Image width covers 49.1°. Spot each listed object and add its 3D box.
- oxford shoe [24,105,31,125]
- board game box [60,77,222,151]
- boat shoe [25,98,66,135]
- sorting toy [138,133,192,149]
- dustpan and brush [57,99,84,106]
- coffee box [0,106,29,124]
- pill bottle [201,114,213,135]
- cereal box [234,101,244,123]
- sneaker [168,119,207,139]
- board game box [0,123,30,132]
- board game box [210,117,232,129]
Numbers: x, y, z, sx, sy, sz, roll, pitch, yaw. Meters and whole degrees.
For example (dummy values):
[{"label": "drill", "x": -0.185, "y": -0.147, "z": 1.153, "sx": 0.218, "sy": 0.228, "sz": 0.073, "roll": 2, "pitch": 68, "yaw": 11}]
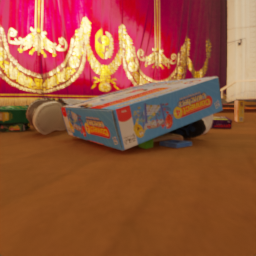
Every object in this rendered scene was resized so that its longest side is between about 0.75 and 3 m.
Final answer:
[{"label": "oxford shoe", "x": -3.538, "y": -0.584, "z": 11.981, "sx": 2.455, "sy": 0.906, "sz": 0.869, "roll": 3, "pitch": 6, "yaw": 17}, {"label": "board game box", "x": 0.218, "y": -0.475, "z": 6.827, "sx": 2.866, "sy": 0.801, "sz": 2.806, "roll": -20, "pitch": 15, "yaw": -29}, {"label": "boat shoe", "x": -2.504, "y": -0.465, "z": 8.728, "sx": 0.873, "sy": 1.054, "sz": 2.934, "roll": 30, "pitch": 4, "yaw": 4}, {"label": "sorting toy", "x": 0.308, "y": 0.117, "z": 7.156, "sx": 1.665, "sy": 0.403, "sz": 2.956, "roll": -3, "pitch": 6, "yaw": -25}, {"label": "dustpan and brush", "x": -1.455, "y": -0.494, "z": 10.847, "sx": 2.866, "sy": 0.820, "sz": 2.000, "roll": 1, "pitch": -7, "yaw": -26}, {"label": "coffee box", "x": -4.357, "y": -0.451, "z": 9.402, "sx": 2.355, "sy": 0.518, "sz": 1.448, "roll": -3, "pitch": 10, "yaw": -34}, {"label": "pill bottle", "x": 1.688, "y": -0.354, "z": 8.936, "sx": 1.021, "sy": 1.021, "sz": 1.816, "roll": -5, "pitch": 7, "yaw": -41}, {"label": "cereal box", "x": 5.525, "y": -0.833, "z": 13.965, "sx": 0.293, "sy": 1.067, "sz": 1.483, "roll": 1, "pitch": 5, "yaw": 14}, {"label": "sneaker", "x": 1.334, "y": -0.231, "z": 7.863, "sx": 2.054, "sy": 0.778, "sz": 0.791, "roll": 9, "pitch": 38, "yaw": 47}, {"label": "board game box", "x": -4.821, "y": -0.038, "z": 9.605, "sx": 2.588, "sy": 0.304, "sz": 1.356, "roll": -1, "pitch": 3, "yaw": -10}, {"label": "board game box", "x": 3.313, "y": -0.251, "z": 11.548, "sx": 1.589, "sy": 0.428, "sz": 2.648, "roll": 6, "pitch": 6, "yaw": 15}]
